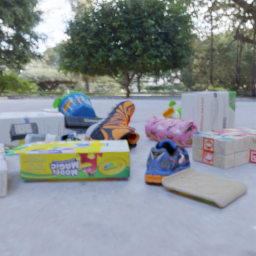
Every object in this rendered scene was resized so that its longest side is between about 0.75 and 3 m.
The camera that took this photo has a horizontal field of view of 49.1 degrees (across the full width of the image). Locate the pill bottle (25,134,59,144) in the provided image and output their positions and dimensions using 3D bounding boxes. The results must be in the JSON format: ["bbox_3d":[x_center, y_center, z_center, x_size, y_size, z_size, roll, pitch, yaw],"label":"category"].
[{"bbox_3d":[-2.890,0.491,9.443,1.003,0.570,0.570,0,8,6],"label":"pill bottle"}]

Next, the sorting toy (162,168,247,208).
[{"bbox_3d":[1.572,1.221,5.787,1.358,0.248,1.257,14,16,43],"label":"sorting toy"}]

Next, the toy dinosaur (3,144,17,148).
[{"bbox_3d":[-4.564,0.548,9.192,1.798,0.543,0.955,2,8,13],"label":"toy dinosaur"}]

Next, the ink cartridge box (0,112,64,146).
[{"bbox_3d":[-3.875,-0.007,10.860,2.637,1.129,1.946,-4,10,-17],"label":"ink cartridge box"}]

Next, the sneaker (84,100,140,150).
[{"bbox_3d":[-0.137,0.020,10.052,1.581,1.095,2.822,14,43,28],"label":"sneaker"}]

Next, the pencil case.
[{"bbox_3d":[1.600,0.085,10.766,1.000,0.957,2.310,-16,15,-33],"label":"pencil case"}]

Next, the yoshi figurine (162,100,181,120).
[{"bbox_3d":[2.718,-0.726,15.552,1.436,1.442,2.565,18,9,11],"label":"yoshi figurine"}]

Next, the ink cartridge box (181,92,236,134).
[{"bbox_3d":[3.719,-0.714,12.978,2.614,1.909,1.102,-5,9,-32],"label":"ink cartridge box"}]

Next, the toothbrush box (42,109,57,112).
[{"bbox_3d":[-3.651,-0.643,15.960,2.085,0.898,1.518,-5,10,-34],"label":"toothbrush box"}]

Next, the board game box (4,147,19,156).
[{"bbox_3d":[-3.956,0.762,9.231,0.927,0.109,0.486,6,12,34],"label":"board game box"}]

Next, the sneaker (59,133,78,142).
[{"bbox_3d":[-2.175,0.395,9.613,0.423,0.383,0.994,9,-32,-46],"label":"sneaker"}]

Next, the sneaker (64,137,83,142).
[{"bbox_3d":[-1.582,0.576,8.888,0.582,0.566,1.462,8,-3,-33],"label":"sneaker"}]

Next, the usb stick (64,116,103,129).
[{"bbox_3d":[-1.794,-0.216,13.167,2.617,0.427,0.726,2,36,-30],"label":"usb stick"}]

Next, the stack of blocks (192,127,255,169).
[{"bbox_3d":[3.370,0.544,8.323,2.662,0.780,1.533,-6,10,-36],"label":"stack of blocks"}]

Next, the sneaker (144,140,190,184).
[{"bbox_3d":[1.064,0.702,6.962,0.841,0.876,2.233,4,10,21],"label":"sneaker"}]

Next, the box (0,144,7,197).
[{"bbox_3d":[-3.210,0.895,6.623,0.552,0.591,2.852,0,9,-25],"label":"box"}]

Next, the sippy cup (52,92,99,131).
[{"bbox_3d":[-2.500,-0.742,14.240,2.420,1.900,1.774,-15,25,-21],"label":"sippy cup"}]

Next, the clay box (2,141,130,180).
[{"bbox_3d":[-1.417,0.762,7.049,2.864,0.682,1.646,-2,6,-2],"label":"clay box"}]
